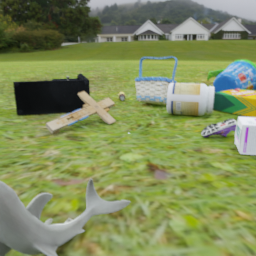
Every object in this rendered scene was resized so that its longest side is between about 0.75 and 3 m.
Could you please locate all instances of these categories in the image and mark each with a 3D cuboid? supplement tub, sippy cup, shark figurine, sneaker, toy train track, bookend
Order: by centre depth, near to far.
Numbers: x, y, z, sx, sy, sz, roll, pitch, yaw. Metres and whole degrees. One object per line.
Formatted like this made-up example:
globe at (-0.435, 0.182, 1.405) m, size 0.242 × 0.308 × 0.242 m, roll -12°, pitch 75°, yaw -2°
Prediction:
shark figurine at (-0.803, 1.258, 3.324) m, size 0.802 × 1.148 × 1.922 m, roll 18°, pitch 0°, yaw 36°
sneaker at (2.554, 0.102, 7.791) m, size 1.005 × 0.419 × 0.405 m, roll -16°, pitch 23°, yaw 3°
toy train track at (-1.477, -0.355, 9.021) m, size 1.567 × 0.444 × 2.731 m, roll 43°, pitch 41°, yaw 16°
supplement tub at (2.258, -1.035, 10.165) m, size 1.594 × 1.151 × 1.151 m, roll 5°, pitch 17°, yaw 14°
bookend at (-3.067, -1.474, 11.511) m, size 2.688 × 1.246 × 2.705 m, roll -4°, pitch 17°, yaw -14°
sippy cup at (4.904, -2.063, 12.934) m, size 1.741 × 1.866 × 2.376 m, roll -26°, pitch 6°, yaw -36°

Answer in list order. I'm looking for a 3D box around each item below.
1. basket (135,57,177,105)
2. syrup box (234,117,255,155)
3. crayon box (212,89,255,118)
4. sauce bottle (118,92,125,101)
basket at (1.151, -2.019, 11.908) m, size 1.750 × 1.984 × 1.380 m, roll 10°, pitch 7°, yaw 36°
syrup box at (3.583, 0.222, 6.620) m, size 1.898 × 0.773 × 0.747 m, roll 4°, pitch 16°, yaw 11°
crayon box at (4.836, -0.896, 10.476) m, size 1.805 × 0.722 × 2.843 m, roll -13°, pitch 21°, yaw -38°
sauce bottle at (-0.293, -1.466, 13.157) m, size 0.317 × 0.317 × 0.979 m, roll -1°, pitch 19°, yaw -3°
